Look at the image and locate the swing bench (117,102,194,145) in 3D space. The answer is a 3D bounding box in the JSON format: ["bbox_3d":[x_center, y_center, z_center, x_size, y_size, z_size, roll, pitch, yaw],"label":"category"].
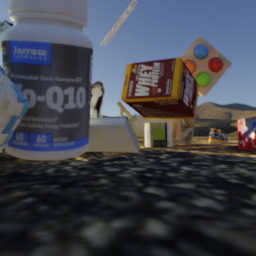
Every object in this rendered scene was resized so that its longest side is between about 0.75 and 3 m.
[{"bbox_3d":[1.330,-0.105,12.856,2.863,1.867,2.878,-1,-7,26],"label":"swing bench"}]

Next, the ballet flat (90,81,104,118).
[{"bbox_3d":[-1.179,-0.538,8.550,0.872,2.522,0.898,19,-42,-13],"label":"ballet flat"}]

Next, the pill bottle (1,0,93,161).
[{"bbox_3d":[-1.531,-0.992,5.405,1.669,2.933,1.669,4,12,-1],"label":"pill bottle"}]

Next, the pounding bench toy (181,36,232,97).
[{"bbox_3d":[2.680,-2.112,12.450,1.840,2.962,2.310,40,-2,-1],"label":"pounding bench toy"}]

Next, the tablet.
[{"bbox_3d":[-0.262,-3.102,8.309,0.106,1.559,1.014,38,16,-9],"label":"tablet"}]

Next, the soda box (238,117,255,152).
[{"bbox_3d":[3.545,0.168,7.190,0.837,0.924,2.639,0,-1,9],"label":"soda box"}]

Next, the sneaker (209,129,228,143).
[{"bbox_3d":[5.039,0.457,15.511,0.758,0.748,1.936,-3,-4,33],"label":"sneaker"}]

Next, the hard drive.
[{"bbox_3d":[-0.876,0.204,6.913,2.067,0.276,1.364,0,-31,17],"label":"hard drive"}]

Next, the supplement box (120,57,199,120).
[{"bbox_3d":[1.100,-1.184,9.192,1.897,1.277,1.923,0,-17,31],"label":"supplement box"}]

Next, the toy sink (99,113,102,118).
[{"bbox_3d":[-2.019,0.050,12.216,2.473,1.385,1.612,1,-2,-39],"label":"toy sink"}]

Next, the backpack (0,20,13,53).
[{"bbox_3d":[-4.306,-3.064,9.430,0.869,0.988,0.758,-12,-23,44],"label":"backpack"}]

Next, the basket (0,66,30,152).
[{"bbox_3d":[-2.865,-0.517,3.749,2.244,1.770,2.545,44,11,34],"label":"basket"}]

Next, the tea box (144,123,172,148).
[{"bbox_3d":[1.092,0.256,10.139,0.872,0.886,0.592,0,-1,-16],"label":"tea box"}]
